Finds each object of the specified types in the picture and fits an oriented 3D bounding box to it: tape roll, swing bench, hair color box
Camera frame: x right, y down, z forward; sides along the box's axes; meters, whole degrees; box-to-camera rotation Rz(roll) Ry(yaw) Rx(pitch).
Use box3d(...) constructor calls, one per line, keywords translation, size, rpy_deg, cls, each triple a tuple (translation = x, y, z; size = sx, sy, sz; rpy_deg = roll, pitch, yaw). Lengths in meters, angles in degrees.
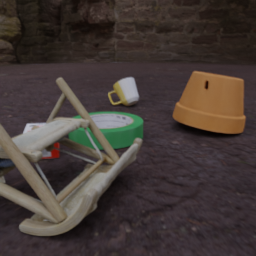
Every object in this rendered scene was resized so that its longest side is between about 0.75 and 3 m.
box3d(translation=(-0.808, 0.029, 10.165), size=(2.693, 0.647, 2.693), rpy_deg=(0, 18, 0), cls="tape roll")
box3d(translation=(-1.505, 0.567, 5.983), size=(2.748, 1.783, 2.734), rpy_deg=(38, 25, 6), cls="swing bench")
box3d(translation=(-2.792, 0.385, 9.044), size=(1.092, 0.629, 1.968), rpy_deg=(-4, 19, -12), cls="hair color box")

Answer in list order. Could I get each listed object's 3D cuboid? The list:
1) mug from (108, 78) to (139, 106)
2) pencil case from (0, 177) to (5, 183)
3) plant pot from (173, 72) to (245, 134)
box3d(translation=(-0.132, -1.821, 15.226), size=(1.520, 1.248, 1.218), rpy_deg=(-29, -11, 36), cls="mug")
box3d(translation=(-3.819, 1.286, 5.411), size=(1.156, 1.006, 2.585), rpy_deg=(-7, 11, 31), cls="pencil case")
box3d(translation=(3.313, -1.095, 10.993), size=(2.777, 1.944, 2.777), rpy_deg=(9, 15, -2), cls="plant pot")
